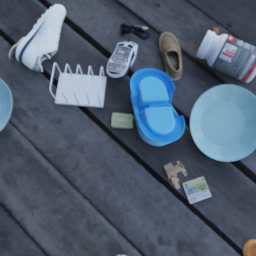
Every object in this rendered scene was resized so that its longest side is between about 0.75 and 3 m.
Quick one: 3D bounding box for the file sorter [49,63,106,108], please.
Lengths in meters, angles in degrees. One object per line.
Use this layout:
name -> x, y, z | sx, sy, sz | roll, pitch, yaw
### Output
file sorter -> -1.833, -1.612, 10.433 | 1.847, 1.150, 1.281 | 5, 73, 1

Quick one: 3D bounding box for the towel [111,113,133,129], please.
towel -> -0.220, -0.264, 10.475 | 0.821, 0.150, 0.609 | 5, 69, -5

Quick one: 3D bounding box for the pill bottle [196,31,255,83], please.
pill bottle -> 3.854, -2.759, 10.696 | 2.256, 1.307, 1.307 | 27, 75, 8

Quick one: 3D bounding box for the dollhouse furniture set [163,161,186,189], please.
dollhouse furniture set -> 1.627, 1.565, 9.338 | 0.587, 1.132, 0.501 | -24, 104, 2

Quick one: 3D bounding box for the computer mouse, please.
computer mouse -> -0.107, -2.993, 11.143 | 1.389, 0.556, 2.534 | 18, 75, 21

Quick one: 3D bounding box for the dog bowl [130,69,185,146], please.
dog bowl -> 0.940, -0.700, 10.046 | 1.662, 0.739, 2.981 | -5, 65, -15

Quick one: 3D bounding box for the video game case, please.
video game case -> 2.395, 2.177, 9.800 | 0.801, 0.092, 0.729 | -18, 74, -4

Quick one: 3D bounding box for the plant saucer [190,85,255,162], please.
plant saucer -> 3.481, -0.166, 10.065 | 2.719, 0.523, 2.719 | 0, 91, -4

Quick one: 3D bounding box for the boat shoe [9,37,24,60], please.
boat shoe -> -4.375, -3.185, 11.321 | 0.361, 0.401, 1.114 | 26, 69, 13

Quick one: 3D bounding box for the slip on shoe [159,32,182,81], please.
slip on shoe -> 1.713, -2.953, 11.106 | 0.812, 0.647, 2.135 | -3, 73, -1

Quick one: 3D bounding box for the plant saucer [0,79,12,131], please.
plant saucer -> -5.684, -0.659, 10.439 | 2.929, 0.564, 2.929 | 0, 72, 0

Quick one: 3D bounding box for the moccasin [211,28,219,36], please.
moccasin -> 3.617, -3.673, 11.512 | 0.385, 0.365, 0.997 | 4, 63, 10

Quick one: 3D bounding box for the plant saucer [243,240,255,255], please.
plant saucer -> 4.200, 4.109, 9.157 | 0.852, 0.160, 0.852 | 0, 72, 0

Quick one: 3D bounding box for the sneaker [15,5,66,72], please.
sneaker -> -3.214, -3.590, 11.216 | 1.174, 1.115, 2.917 | 31, 79, -4
